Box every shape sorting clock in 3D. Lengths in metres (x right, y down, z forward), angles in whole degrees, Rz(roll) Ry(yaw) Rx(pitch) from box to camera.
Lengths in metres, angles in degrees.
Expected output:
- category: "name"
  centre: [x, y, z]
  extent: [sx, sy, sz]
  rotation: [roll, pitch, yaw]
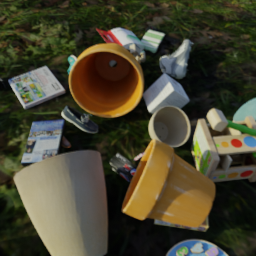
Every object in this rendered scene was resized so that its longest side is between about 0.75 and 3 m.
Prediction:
- category: "shape sorting clock"
  centre: [2.075, 4.326, 7.915]
  extent: [2.330, 0.457, 2.330]
  rotation: [0, 50, 0]

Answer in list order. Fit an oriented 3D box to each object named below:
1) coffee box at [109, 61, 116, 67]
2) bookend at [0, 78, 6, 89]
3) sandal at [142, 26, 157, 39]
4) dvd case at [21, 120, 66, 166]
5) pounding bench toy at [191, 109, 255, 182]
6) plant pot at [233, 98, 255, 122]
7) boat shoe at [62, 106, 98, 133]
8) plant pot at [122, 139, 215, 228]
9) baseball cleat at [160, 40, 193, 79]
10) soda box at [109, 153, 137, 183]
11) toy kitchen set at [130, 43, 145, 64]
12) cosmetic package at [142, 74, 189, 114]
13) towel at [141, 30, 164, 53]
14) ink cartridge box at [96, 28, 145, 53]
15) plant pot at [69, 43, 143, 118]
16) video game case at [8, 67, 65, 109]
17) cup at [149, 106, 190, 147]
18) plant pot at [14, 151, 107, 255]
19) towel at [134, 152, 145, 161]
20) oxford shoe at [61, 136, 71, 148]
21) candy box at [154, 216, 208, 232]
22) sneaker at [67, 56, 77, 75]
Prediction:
- category: "coffee box"
  centre: [-1.373, -3.440, 14.425]
  extent: [0.966, 0.673, 1.689]
  rotation: [28, 55, 22]
- category: "bookend"
  centre: [-6.609, -2.113, 13.431]
  extent: [1.000, 0.461, 0.994]
  rotation: [-36, 58, -26]
- category: "sandal"
  centre: [1.281, -5.525, 16.360]
  extent: [0.701, 0.447, 1.866]
  rotation: [11, 50, 9]
- category: "dvd case"
  centre: [-3.301, 0.551, 11.087]
  extent: [1.445, 0.178, 2.025]
  rotation: [-4, 53, 9]
- category: "pounding bench toy"
  centre: [3.671, 0.490, 9.640]
  extent: [2.206, 2.828, 1.757]
  rotation: [-5, 50, -4]
- category: "plant pot"
  centre: [4.978, -0.265, 11.201]
  extent: [1.222, 1.815, 1.815]
  rotation: [-11, 35, 45]
- category: "boat shoe"
  centre: [-1.899, -0.360, 11.497]
  extent: [1.640, 0.507, 0.614]
  rotation: [33, 34, -10]
- category: "plant pot"
  centre: [1.266, 1.843, 8.370]
  extent: [2.164, 2.364, 2.364]
  rotation: [25, 52, 0]
- category: "baseball cleat"
  centre: [2.459, -3.691, 14.435]
  extent: [1.521, 0.997, 2.858]
  rotation: [11, 50, 9]
- category: "soda box"
  centre: [0.018, 1.589, 10.238]
  extent: [1.498, 0.474, 0.530]
  rotation: [33, 60, 26]
- category: "toy kitchen set"
  centre: [0.042, -3.636, 13.816]
  extent: [1.383, 1.108, 0.815]
  rotation: [-17, 66, 31]
- category: "cosmetic package"
  centre: [1.581, -1.279, 11.871]
  extent: [1.153, 1.378, 1.146]
  rotation: [24, 34, -39]
- category: "towel"
  centre: [1.317, -4.900, 15.811]
  extent: [1.079, 0.166, 1.415]
  rotation: [22, 68, 17]
- category: "ink cartridge box"
  centre: [-0.416, -4.879, 15.101]
  extent: [2.203, 0.552, 1.773]
  rotation: [5, 38, -38]
- category: "plant pot"
  centre: [-0.797, -2.392, 12.204]
  extent: [2.968, 2.968, 2.717]
  rotation: [3, 34, 2]
- category: "video game case"
  centre: [-4.413, -1.988, 13.474]
  extent: [2.001, 0.242, 2.196]
  rotation: [-27, 55, -21]
- category: "cup"
  centre: [1.434, 0.053, 10.965]
  extent: [1.599, 1.143, 1.599]
  rotation: [5, 76, -20]
- category: "plant pot"
  centre: [-1.700, 2.489, 8.290]
  extent: [2.665, 2.665, 2.846]
  rotation: [-15, 73, -13]
- category: "towel"
  centre: [0.622, 0.982, 10.291]
  extent: [0.653, 0.893, 0.134]
  rotation: [-23, 80, -27]
- category: "oxford shoe"
  centre: [-2.644, 0.500, 11.290]
  extent: [0.847, 0.309, 0.302]
  rotation: [34, 57, 26]
- category: "candy box"
  centre: [1.739, 2.747, 9.224]
  extent: [1.688, 0.467, 0.975]
  rotation: [8, 51, 3]
- category: "sneaker"
  centre: [-2.720, -2.958, 14.037]
  extent: [0.738, 0.718, 1.853]
  rotation: [-23, 53, -8]
